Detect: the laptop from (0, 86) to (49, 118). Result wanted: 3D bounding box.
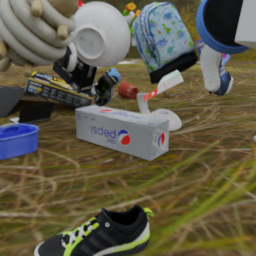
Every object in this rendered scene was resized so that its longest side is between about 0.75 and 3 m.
[{"bbox_3d":[-5.832,-1.048,13.227,2.785,1.724,2.975,6,-10,16],"label":"laptop"}]

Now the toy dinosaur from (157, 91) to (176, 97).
[{"bbox_3d":[1.945,-1.845,15.559,1.419,0.429,0.754,13,-3,21],"label":"toy dinosaur"}]

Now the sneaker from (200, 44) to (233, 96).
[{"bbox_3d":[2.959,-1.882,9.209,0.674,1.674,1.226,-8,-9,42],"label":"sneaker"}]

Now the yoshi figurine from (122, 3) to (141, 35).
[{"bbox_3d":[-0.249,-4.628,12.580,1.016,1.020,1.814,-4,-18,-40],"label":"yoshi figurine"}]

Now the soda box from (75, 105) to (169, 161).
[{"bbox_3d":[-0.252,0.054,8.260,2.882,0.984,0.914,13,21,35],"label":"soda box"}]

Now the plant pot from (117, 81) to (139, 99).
[{"bbox_3d":[0.049,-1.990,15.186,0.897,0.897,0.872,-15,31,-40],"label":"plant pot"}]

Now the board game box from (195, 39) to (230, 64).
[{"bbox_3d":[3.165,-2.835,10.330,0.410,1.232,1.833,-8,23,40],"label":"board game box"}]

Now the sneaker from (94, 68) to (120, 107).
[{"bbox_3d":[-0.640,-0.964,6.948,0.563,0.482,1.358,-29,-13,-31],"label":"sneaker"}]

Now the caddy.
[{"bbox_3d":[-3.292,0.271,7.868,1.549,0.813,1.095,-14,23,-39],"label":"caddy"}]

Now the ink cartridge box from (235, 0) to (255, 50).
[{"bbox_3d":[3.807,-2.576,6.713,1.969,1.445,1.438,-2,16,-43],"label":"ink cartridge box"}]

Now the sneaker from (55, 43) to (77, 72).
[{"bbox_3d":[-2.131,-2.145,7.468,1.096,0.727,1.927,-2,42,-35],"label":"sneaker"}]

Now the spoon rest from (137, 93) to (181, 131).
[{"bbox_3d":[1.060,-0.500,10.780,1.306,0.797,2.628,-8,32,-20],"label":"spoon rest"}]

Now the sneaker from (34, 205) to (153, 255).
[{"bbox_3d":[-0.479,1.486,4.099,1.753,0.726,0.629,-7,19,-20],"label":"sneaker"}]

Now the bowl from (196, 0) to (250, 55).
[{"bbox_3d":[2.884,-3.028,7.796,1.916,1.916,0.376,-1,-4,-2],"label":"bowl"}]

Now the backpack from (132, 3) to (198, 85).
[{"bbox_3d":[1.289,-3.336,10.583,2.130,2.611,2.007,-25,-10,-14],"label":"backpack"}]

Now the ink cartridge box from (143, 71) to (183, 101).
[{"bbox_3d":[0.767,-1.001,6.565,1.004,0.251,0.808,-24,12,12],"label":"ink cartridge box"}]

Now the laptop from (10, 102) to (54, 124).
[{"bbox_3d":[-3.712,-0.632,10.772,1.301,0.806,1.390,-14,22,-39],"label":"laptop"}]

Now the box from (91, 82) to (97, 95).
[{"bbox_3d":[-2.467,-2.468,17.102,2.372,0.525,1.900,8,19,23],"label":"box"}]

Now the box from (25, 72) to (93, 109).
[{"bbox_3d":[-3.102,-1.725,12.969,2.861,0.706,2.285,17,11,-15],"label":"box"}]

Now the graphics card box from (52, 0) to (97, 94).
[{"bbox_3d":[-1.820,-2.952,10.313,1.822,2.904,0.739,41,39,24],"label":"graphics card box"}]

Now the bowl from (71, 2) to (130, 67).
[{"bbox_3d":[-0.955,-2.556,8.126,1.927,1.927,0.866,5,32,15],"label":"bowl"}]

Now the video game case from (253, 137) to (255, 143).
[{"bbox_3d":[4.510,0.527,8.146,1.333,0.153,1.215,2,17,8],"label":"video game case"}]

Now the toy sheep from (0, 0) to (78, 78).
[{"bbox_3d":[-2.173,-2.199,6.376,2.718,1.874,1.874,-34,8,19],"label":"toy sheep"}]
